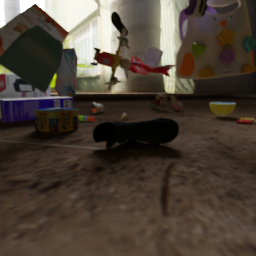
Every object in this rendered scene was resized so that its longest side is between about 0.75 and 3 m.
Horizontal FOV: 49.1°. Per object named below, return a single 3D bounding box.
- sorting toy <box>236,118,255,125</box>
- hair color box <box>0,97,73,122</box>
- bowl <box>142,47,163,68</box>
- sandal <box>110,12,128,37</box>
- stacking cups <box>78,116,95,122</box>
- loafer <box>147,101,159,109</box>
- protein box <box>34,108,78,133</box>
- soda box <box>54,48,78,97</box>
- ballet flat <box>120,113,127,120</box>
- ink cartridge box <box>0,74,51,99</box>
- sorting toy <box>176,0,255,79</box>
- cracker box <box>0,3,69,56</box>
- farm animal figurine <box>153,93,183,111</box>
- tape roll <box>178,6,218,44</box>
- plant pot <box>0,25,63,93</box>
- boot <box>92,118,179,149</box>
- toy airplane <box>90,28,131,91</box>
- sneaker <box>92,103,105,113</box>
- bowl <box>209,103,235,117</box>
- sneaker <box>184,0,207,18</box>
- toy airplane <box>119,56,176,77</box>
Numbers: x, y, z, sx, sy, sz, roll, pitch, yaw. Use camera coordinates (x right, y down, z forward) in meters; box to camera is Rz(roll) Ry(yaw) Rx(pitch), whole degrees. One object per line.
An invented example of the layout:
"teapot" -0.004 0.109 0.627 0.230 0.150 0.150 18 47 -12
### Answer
"sorting toy" 5.597 -0.371 10.531 2.961 0.501 1.427 7 11 40
"hair color box" -4.088 -0.859 12.208 2.975 0.964 1.626 -9 12 -37
"bowl" 1.243 -3.727 14.593 0.979 0.980 0.366 9 29 -29
"sandal" -0.330 -3.900 10.557 0.401 0.981 0.268 -34 15 18
"stacking cups" -1.721 -0.357 11.469 0.780 0.236 0.236 7 10 14
"loafer" 1.485 -1.416 17.206 0.529 0.490 1.406 -3 9 -17
"protein box" -2.365 -0.276 9.267 1.016 0.690 1.023 7 11 38
"soda box" -2.266 -2.066 10.355 0.648 1.896 0.603 -5 -30 3
"ballet flat" -0.181 -0.501 12.167 0.268 0.246 0.779 1 9 4
"ink cartridge box" -5.152 -1.568 13.339 2.723 1.984 1.128 -6 11 -35
"sorting toy" 2.833 -2.816 8.679 2.620 2.358 1.399 -8 16 -2
"cracker box" -3.819 -3.452 10.939 0.773 1.795 2.680 -32 22 54
"farm animal figurine" 2.380 -1.584 16.253 1.674 0.842 1.352 16 8 10
"tape roll" 2.749 -3.460 10.624 0.765 2.333 2.333 -23 11 -4
"plant pot" -2.774 -2.165 8.351 1.497 1.529 1.502 34 1 -26
"boot" 0.161 0.133 6.693 1.701 0.650 1.430 -2 3 36
"toy airplane" -0.339 -2.030 8.515 1.036 1.462 1.468 24 -24 22
"sneaker" -1.582 -1.083 15.027 0.680 0.560 1.479 3 10 -7
"bowl" 4.382 -0.844 13.098 1.175 0.632 1.175 1 9 0
"sneaker" 1.898 -3.764 7.651 0.636 1.524 0.614 16 -5 34
"toy airplane" 0.659 -2.045 9.618 1.954 0.359 1.954 3 29 -2
